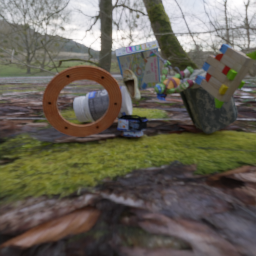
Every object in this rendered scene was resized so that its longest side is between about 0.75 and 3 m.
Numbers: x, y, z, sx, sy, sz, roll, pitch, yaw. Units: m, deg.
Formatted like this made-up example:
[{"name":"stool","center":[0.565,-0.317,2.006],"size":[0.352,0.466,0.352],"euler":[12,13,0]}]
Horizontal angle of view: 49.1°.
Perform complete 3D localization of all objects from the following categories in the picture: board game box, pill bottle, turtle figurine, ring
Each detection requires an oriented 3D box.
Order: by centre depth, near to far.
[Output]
[{"name":"turtle figurine","center":[1.511,-1.574,8.305],"size":[1.504,1.551,1.116],"euler":[-16,23,-32]},{"name":"ring","center":[-1.408,-0.796,8.802],"size":[2.493,2.493,0.239],"euler":[-4,34,-14]},{"name":"pill bottle","center":[-1.006,-0.897,11.238],"size":[2.135,1.214,1.214],"euler":[-9,11,11]},{"name":"board game box","center":[0.482,-2.430,11.545],"size":[1.618,0.412,2.406],"euler":[-11,-30,3]}]

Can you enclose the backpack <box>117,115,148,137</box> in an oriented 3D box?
[{"name":"backpack","center":[0.108,-0.078,9.239],"size":[0.926,0.749,0.972],"euler":[11,3,17]}]

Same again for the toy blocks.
[{"name":"toy blocks","center":[2.658,-1.626,7.962],"size":[0.880,1.761,1.204],"euler":[-1,38,-39]}]

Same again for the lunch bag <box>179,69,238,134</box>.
[{"name":"lunch bag","center":[2.710,-1.024,10.002],"size":[1.476,2.119,1.777],"euler":[-26,20,1]}]

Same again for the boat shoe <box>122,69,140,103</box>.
[{"name":"boat shoe","center":[0.100,-1.615,10.278],"size":[0.502,1.370,0.430],"euler":[-24,-21,11]}]
